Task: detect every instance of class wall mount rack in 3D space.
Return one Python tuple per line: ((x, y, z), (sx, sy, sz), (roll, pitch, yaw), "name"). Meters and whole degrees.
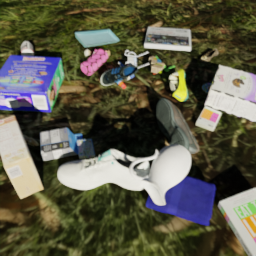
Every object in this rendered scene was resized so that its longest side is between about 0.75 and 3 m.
((0.401, -3.276, 13.510), (1.121, 0.481, 1.290), (4, 62, -9), "wall mount rack")

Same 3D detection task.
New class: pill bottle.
((-5.432, -4.187, 15.068), (0.645, 0.645, 1.166), (-11, 44, -12), "pill bottle")

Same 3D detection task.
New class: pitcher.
((0.956, 1.141, 8.189), (1.462, 1.033, 1.704), (44, 62, -3), "pitcher")

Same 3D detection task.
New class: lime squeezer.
((1.814, -3.109, 14.027), (0.276, 0.516, 1.462), (-37, 46, -10), "lime squeezer")

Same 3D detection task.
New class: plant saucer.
((-1.665, -4.907, 15.358), (0.984, 0.267, 2.816), (49, 42, 11), "plant saucer")

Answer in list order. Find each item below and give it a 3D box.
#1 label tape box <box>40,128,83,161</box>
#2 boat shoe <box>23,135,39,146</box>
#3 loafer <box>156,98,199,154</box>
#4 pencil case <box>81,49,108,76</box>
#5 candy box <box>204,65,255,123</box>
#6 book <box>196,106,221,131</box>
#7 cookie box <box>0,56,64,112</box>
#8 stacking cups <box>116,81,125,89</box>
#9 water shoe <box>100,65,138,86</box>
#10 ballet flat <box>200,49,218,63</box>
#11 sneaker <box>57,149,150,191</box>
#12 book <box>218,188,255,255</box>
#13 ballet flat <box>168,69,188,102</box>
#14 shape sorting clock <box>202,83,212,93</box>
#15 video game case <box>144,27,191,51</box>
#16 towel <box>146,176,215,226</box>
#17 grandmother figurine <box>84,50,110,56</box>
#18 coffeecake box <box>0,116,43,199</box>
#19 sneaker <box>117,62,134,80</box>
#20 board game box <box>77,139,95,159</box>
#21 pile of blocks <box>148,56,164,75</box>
((-2.359, 0.532, 10.062), (1.480, 0.468, 1.067), (-11, 44, -11), "label tape box")
((-3.617, 0.515, 10.232), (0.877, 0.321, 0.275), (17, 57, 30), "boat shoe")
((1.802, -0.035, 10.537), (0.839, 0.958, 2.667), (10, 42, -29), "loafer")
((-1.734, -3.334, 14.110), (0.784, 0.760, 1.675), (39, 46, -6), "pencil case")
((4.739, -1.450, 11.755), (2.537, 0.908, 2.128), (20, 46, 14), "candy box")
((3.239, -0.368, 11.228), (0.717, 0.258, 1.074), (23, 48, 20), "book")
((-4.339, -2.017, 12.357), (2.443, 1.073, 2.856), (3, 43, 0), "cookie box")
((-0.373, -2.124, 13.134), (0.254, 0.254, 0.840), (-24, 49, -24), "stacking cups")
((-0.422, -2.450, 12.698), (1.798, 0.643, 0.709), (-26, 15, -9), "water shoe")
((4.349, -3.887, 14.972), (1.512, 0.350, 0.509), (-32, 51, -30), "ballet flat")
((-0.779, 1.177, 8.734), (2.958, 1.309, 1.113), (1, 44, 2), "sneaker")
((3.631, 2.780, 7.677), (1.408, 0.507, 2.108), (-15, 46, -11), "book")
((2.199, -2.053, 12.634), (0.733, 0.730, 2.186), (16, 43, -14), "ballet flat")
((3.880, -1.802, 12.817), (0.985, 0.193, 0.985), (0, 43, 0), "shape sorting clock")
((2.352, -5.271, 16.535), (2.624, 0.306, 2.386), (6, 42, 5), "video game case")
((1.586, 2.074, 8.446), (1.890, 0.468, 1.396), (14, 50, 15), "towel")
((-1.719, -3.989, 15.082), (1.365, 0.413, 0.828), (8, 32, 13), "grandmother figurine")
((-3.492, 0.884, 8.834), (0.755, 1.587, 2.068), (-22, 46, -19), "coffeecake box")
((-0.128, -2.800, 13.759), (0.571, 0.503, 1.282), (-17, 53, -28), "sneaker")
((-1.522, 0.741, 10.039), (0.549, 0.140, 0.816), (-4, 42, -14), "board game box")
((1.378, -2.988, 13.766), (0.686, 0.520, 1.672), (5, 33, -6), "pile of blocks")
